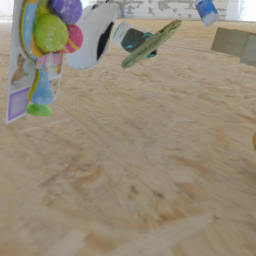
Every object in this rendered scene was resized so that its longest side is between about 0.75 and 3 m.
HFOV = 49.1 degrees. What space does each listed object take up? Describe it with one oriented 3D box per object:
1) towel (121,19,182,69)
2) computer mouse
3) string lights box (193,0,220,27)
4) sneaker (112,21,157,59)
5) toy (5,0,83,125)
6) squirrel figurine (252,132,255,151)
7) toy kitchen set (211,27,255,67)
[{"bbox_3d":[0.528,-1.880,6.368,1.465,0.267,1.087,-29,12,43],"label":"towel"},{"bbox_3d":[-0.751,-2.557,6.441,1.494,0.598,2.725,6,66,18],"label":"computer mouse"},{"bbox_3d":[2.692,-4.039,9.595,0.511,0.994,0.293,-29,-14,38],"label":"string lights box"},{"bbox_3d":[0.550,-2.824,9.780,1.225,1.042,2.686,39,25,17],"label":"sneaker"},{"bbox_3d":[-1.146,-1.394,4.471,0.637,2.699,1.554,24,26,8],"label":"toy"},{"bbox_3d":[4.209,0.542,6.217,2.637,1.866,2.461,-2,12,-39],"label":"squirrel figurine"},{"bbox_3d":[3.453,-2.204,5.565,2.433,2.195,1.985,28,25,34],"label":"toy kitchen set"}]
